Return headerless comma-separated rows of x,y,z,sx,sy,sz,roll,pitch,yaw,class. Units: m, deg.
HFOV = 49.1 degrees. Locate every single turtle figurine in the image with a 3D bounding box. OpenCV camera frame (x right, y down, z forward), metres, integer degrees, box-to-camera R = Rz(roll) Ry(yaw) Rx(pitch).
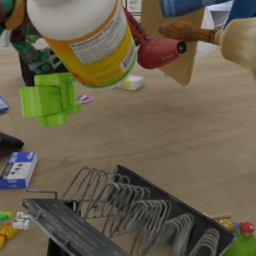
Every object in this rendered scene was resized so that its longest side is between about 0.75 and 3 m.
-1.712,-1.854,4.619,1.479,2.199,2.937,31,48,3,turtle figurine

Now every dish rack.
0.174,1.117,3.281,2.033,0.723,2.650,27,-3,23,dish rack

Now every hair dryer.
0.175,-1.663,5.253,2.026,0.550,1.543,27,-8,23,hair dryer

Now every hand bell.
1.704,-1.858,5.765,1.433,1.433,2.752,-19,32,-37,hand bell

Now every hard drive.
-3.590,-3.672,8.687,0.261,1.989,1.311,14,33,-5,hard drive

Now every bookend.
-3.776,-3.058,13.837,2.822,1.308,2.840,-9,26,-21,bookend

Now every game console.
-4.405,0.599,6.813,2.648,1.541,2.329,15,-2,30,game console

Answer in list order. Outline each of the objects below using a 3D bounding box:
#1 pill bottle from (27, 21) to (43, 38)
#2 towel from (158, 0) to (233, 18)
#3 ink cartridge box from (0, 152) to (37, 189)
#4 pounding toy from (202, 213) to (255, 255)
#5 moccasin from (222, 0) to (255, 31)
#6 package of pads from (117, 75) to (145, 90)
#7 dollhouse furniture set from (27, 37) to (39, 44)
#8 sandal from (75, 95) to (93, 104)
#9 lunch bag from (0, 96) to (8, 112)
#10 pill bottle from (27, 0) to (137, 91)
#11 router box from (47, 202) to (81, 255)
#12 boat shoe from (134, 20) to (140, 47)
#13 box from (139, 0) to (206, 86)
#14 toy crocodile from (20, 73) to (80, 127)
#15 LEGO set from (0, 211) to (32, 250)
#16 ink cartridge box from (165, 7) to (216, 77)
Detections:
-2.260,-3.157,7.377,2.727,1.542,1.542,-5,23,-31,pill bottle
1.270,-2.385,4.464,1.672,0.933,0.406,-13,-13,9,towel
-2.381,0.896,6.129,0.531,0.250,1.130,-2,24,-7,ink cartridge box
1.597,1.557,4.380,0.739,0.444,0.957,-6,25,-14,pounding toy
3.512,-3.606,8.269,0.802,2.352,0.946,-36,75,-32,moccasin
-0.006,-2.094,12.714,1.281,0.437,0.990,12,26,26,package of pads
-3.457,-3.645,9.337,0.946,1.445,0.725,-26,-5,39,dollhouse furniture set
-1.819,-1.119,10.701,1.098,0.270,0.447,-18,29,-35,sandal
-4.805,-0.753,9.705,0.922,0.576,1.224,-20,43,-40,lunch bag
-0.657,-1.547,4.047,1.206,1.206,2.172,7,-19,17,pill bottle
-0.683,1.716,3.240,0.366,1.069,1.433,-5,25,-8,router box
0.163,-3.090,9.841,0.813,0.814,2.202,29,-17,-31,boat shoe
1.106,-2.766,7.850,0.283,2.661,2.176,-28,52,-26,box
-1.335,-0.530,4.880,0.730,0.798,2.365,-3,13,4,toy crocodile
-2.083,1.594,4.363,1.144,0.437,0.470,6,27,-2,LEGO set
1.958,-2.781,9.154,1.801,0.532,2.250,-27,50,32,ink cartridge box
